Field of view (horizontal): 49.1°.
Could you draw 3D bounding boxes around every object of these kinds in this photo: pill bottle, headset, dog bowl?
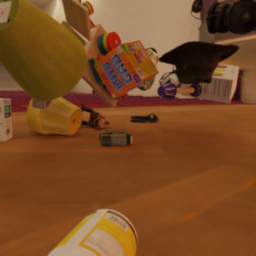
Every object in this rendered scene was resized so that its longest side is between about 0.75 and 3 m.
[{"bbox_3d":[-0.366,1.260,2.514,0.666,0.666,1.189,2,8,17],"label":"pill bottle"},{"bbox_3d":[2.637,-2.994,7.165,2.439,1.146,1.506,-2,18,-27],"label":"headset"},{"bbox_3d":[-3.122,-1.413,10.731,0.463,1.579,1.579,22,6,-5],"label":"dog bowl"}]

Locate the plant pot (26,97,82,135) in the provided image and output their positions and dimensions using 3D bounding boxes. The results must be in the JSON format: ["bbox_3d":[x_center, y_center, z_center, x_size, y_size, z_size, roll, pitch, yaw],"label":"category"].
[{"bbox_3d":[-3.090,-0.529,12.281,1.828,1.943,1.943,19,12,15],"label":"plant pot"}]

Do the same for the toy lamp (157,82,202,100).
[{"bbox_3d":[1.569,-1.136,8.601,0.531,0.531,1.825,7,10,43],"label":"toy lamp"}]

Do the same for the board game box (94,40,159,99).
[{"bbox_3d":[-0.038,-1.792,8.575,1.195,1.196,1.195,-28,3,38],"label":"board game box"}]

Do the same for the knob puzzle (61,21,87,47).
[{"bbox_3d":[-1.949,-2.540,8.754,1.268,1.268,0.176,2,13,16],"label":"knob puzzle"}]

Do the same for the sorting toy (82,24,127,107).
[{"bbox_3d":[-0.743,-2.734,12.247,0.919,2.639,2.623,-2,-31,35],"label":"sorting toy"}]

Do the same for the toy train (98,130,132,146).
[{"bbox_3d":[-0.451,0.390,10.009,1.239,0.528,0.706,1,20,-7],"label":"toy train"}]

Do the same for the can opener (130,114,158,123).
[{"bbox_3d":[0.977,-0.507,17.127,1.752,0.689,0.555,-2,46,7],"label":"can opener"}]

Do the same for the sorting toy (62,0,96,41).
[{"bbox_3d":[-1.424,-3.378,8.328,0.396,1.131,1.137,-41,-20,-21],"label":"sorting toy"}]

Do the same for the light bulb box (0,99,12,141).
[{"bbox_3d":[-5.509,-0.333,10.948,1.622,1.636,1.021,-1,7,-9],"label":"light bulb box"}]

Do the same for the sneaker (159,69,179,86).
[{"bbox_3d":[1.728,-2.031,12.711,1.287,0.708,1.757,-44,12,-33],"label":"sneaker"}]

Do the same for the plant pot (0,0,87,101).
[{"bbox_3d":[-2.495,-2.122,7.088,2.149,2.149,2.297,2,-17,18],"label":"plant pot"}]

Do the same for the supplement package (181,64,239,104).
[{"bbox_3d":[3.199,-1.841,11.085,1.958,1.073,1.114,13,44,24],"label":"supplement package"}]

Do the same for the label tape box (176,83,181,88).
[{"bbox_3d":[2.483,-1.950,13.341,0.759,0.547,0.240,-34,25,28],"label":"label tape box"}]

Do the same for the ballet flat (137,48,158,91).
[{"bbox_3d":[0.754,-2.444,10.945,1.016,1.016,2.737,1,37,6],"label":"ballet flat"}]

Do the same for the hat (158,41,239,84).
[{"bbox_3d":[2.047,-1.765,8.365,2.424,0.978,2.424,0,-2,0],"label":"hat"}]

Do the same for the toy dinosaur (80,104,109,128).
[{"bbox_3d":[-1.819,-0.399,14.895,1.663,1.251,2.450,13,-13,-8],"label":"toy dinosaur"}]
